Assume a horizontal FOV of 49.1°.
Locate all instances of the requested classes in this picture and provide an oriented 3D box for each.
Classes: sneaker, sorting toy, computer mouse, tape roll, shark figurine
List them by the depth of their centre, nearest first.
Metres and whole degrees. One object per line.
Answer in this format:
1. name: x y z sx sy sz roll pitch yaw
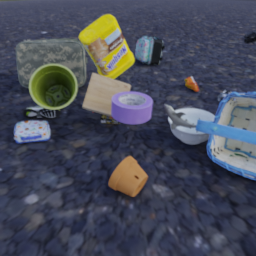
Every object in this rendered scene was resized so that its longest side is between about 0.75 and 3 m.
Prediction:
1. tape roll: 0.091 -0.533 7.238 1.051 0.447 1.051 3 31 -2
2. shark figurine: 1.383 -0.098 7.341 1.162 0.694 0.485 32 72 29
3. sorting toy: -0.673 -0.901 8.653 1.261 0.439 1.254 16 62 -10
4. computer mouse: 4.069 -2.976 9.013 0.840 0.320 1.212 -11 6 14
5. sneaker: -2.839 -0.570 9.347 1.241 0.458 0.502 3 27 2
6. sneaker: 2.603 -1.728 11.489 0.423 0.400 1.097 -24 29 9

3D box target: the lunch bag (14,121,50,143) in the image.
1. lunch bag: -2.823 0.128 8.203 1.024 0.387 0.821 -7 33 -14

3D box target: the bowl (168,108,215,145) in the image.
1. bowl: 1.845 0.034 8.076 1.424 0.640 1.424 -1 32 1

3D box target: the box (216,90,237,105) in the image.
1. box: 3.810 -1.146 10.571 0.674 0.183 0.842 20 36 30

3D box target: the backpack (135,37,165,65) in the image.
1. backpack: 1.011 -3.955 14.218 1.164 1.373 1.546 -1 25 -17

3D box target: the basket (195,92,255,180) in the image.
1. basket: 2.987 0.227 6.201 2.437 1.923 2.764 17 4 28

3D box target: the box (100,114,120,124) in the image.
1. box: -0.523 -0.506 9.093 0.625 0.193 0.783 3 57 12

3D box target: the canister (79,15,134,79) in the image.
1. canister: -0.661 -2.542 9.032 1.321 1.779 0.770 -39 55 -3

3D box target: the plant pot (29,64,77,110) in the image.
1. plant pot: -2.192 -1.079 8.519 1.337 1.337 1.270 -5 -8 -9

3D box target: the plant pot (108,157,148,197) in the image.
1. plant pot: 0.042 1.127 6.174 0.574 0.820 0.820 35 42 19

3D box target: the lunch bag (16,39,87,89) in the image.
1. lunch bag: -3.117 -2.703 11.685 2.767 1.928 2.321 -3 15 -6
